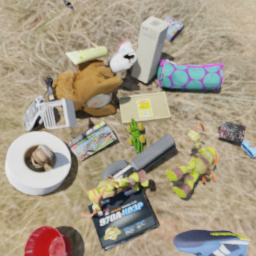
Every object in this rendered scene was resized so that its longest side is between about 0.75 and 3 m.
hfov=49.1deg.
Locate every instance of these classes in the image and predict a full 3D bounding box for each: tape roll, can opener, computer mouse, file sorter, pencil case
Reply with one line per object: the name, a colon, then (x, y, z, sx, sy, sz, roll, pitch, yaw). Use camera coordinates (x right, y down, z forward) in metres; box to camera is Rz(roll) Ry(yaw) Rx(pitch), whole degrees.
tape roll: (-3.197, 1.237, 10.007, 2.183, 0.764, 2.183, 13, 54, -19)
can opener: (0.317, 1.110, 10.133, 2.926, 0.780, 0.978, -37, 63, 2)
computer mouse: (-3.400, -0.766, 10.946, 0.514, 2.345, 1.286, 6, 49, -45)
file sorter: (-2.306, -0.430, 9.451, 0.806, 1.294, 0.898, -10, 91, 0)
pencil case: (2.600, -2.240, 11.894, 2.637, 1.219, 1.122, 3, 35, 0)

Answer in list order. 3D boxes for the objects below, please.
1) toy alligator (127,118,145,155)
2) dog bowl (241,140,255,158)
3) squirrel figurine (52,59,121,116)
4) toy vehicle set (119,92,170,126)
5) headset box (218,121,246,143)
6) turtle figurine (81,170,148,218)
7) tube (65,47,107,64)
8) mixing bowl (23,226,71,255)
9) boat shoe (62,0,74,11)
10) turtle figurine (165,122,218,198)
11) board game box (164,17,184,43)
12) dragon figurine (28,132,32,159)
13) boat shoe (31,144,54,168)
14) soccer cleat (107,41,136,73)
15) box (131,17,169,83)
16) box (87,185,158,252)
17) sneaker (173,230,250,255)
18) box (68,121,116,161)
toy alligator: (0.367, 0.549, 10.984, 0.634, 0.459, 1.912, -12, 75, 25)
dog bowl: (4.668, 0.815, 10.796, 0.202, 0.453, 0.813, -31, 51, -1)
squirrel figurine: (-1.844, -1.919, 11.403, 2.781, 1.968, 2.596, -13, 57, -11)
toy vehicle set: (0.671, -0.813, 11.723, 1.993, 0.264, 1.238, -7, 64, -3)
headset box: (4.010, 0.132, 10.892, 0.990, 0.382, 0.737, 16, 36, 20)
turtle figurine: (-0.499, 1.914, 8.696, 1.995, 2.473, 0.797, -11, 59, -36)
tube: (-1.625, -2.940, 11.318, 1.752, 0.455, 0.508, -25, 24, -39)
mixing bowl: (-2.370, 3.875, 8.766, 1.567, 0.848, 1.567, -8, 70, 24)
boat shoe: (-3.099, -6.392, 14.433, 0.316, 0.284, 0.878, -32, 68, -15)
turtle figurine: (2.341, 1.331, 9.297, 2.150, 2.666, 0.859, -38, 34, -25)
board game box: (1.903, -4.944, 13.669, 1.260, 0.389, 1.261, 34, 69, 14)
dragon figurine: (-4.164, 0.786, 10.819, 0.803, 0.476, 1.616, 3, 67, -1)
boat shoe: (-3.008, 1.004, 9.520, 0.669, 1.767, 0.634, 47, 67, -1)
soccer cleat: (-0.011, -2.901, 11.410, 1.006, 0.814, 2.329, -6, 35, 25)
box: (0.873, -3.172, 11.575, 0.842, 2.464, 1.012, 29, 47, 14)
box: (-0.198, 3.048, 9.610, 1.988, 0.457, 1.580, -20, 62, -10)
sneaker: (2.613, 3.823, 8.660, 2.731, 1.010, 1.123, 11, 87, -21)
box: (-1.349, 0.489, 10.550, 1.612, 0.887, 0.280, -32, 40, 0)
